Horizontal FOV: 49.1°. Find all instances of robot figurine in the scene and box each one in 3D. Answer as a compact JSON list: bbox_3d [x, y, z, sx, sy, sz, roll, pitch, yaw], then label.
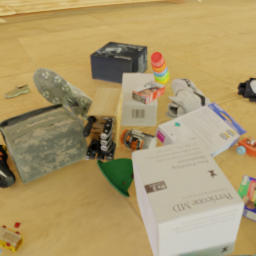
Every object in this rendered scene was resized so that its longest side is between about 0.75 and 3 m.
[{"bbox_3d":[5.592,-1.690,12.419,1.366,1.027,0.853,7,14,10],"label":"robot figurine"}]

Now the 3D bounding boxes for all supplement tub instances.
[{"bbox_3d":[0.337,0.450,9.420,1.106,0.678,0.678,16,37,24],"label":"supplement tub"}]

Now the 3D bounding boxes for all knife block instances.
[{"bbox_3d":[-0.740,-0.320,8.728,0.913,2.506,2.855,3,75,2],"label":"knife block"}]

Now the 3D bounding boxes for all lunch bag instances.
[{"bbox_3d":[-2.822,0.207,9.034,2.194,1.573,2.676,-21,33,-26],"label":"lunch bag"}]

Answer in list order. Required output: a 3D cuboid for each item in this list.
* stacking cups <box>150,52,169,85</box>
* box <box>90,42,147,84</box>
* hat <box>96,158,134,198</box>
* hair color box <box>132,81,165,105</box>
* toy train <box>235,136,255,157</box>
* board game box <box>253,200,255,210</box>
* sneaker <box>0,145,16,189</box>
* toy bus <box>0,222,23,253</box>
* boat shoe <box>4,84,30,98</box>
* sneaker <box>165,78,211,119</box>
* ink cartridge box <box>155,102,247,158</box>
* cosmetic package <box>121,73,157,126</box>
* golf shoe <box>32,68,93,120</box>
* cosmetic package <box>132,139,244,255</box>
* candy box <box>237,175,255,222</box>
[{"bbox_3d":[1.452,-2.747,12.687,0.765,2.529,0.765,-2,78,10],"label":"stacking cups"},{"bbox_3d":[-0.416,-3.392,14.513,2.276,1.359,2.314,13,38,19],"label":"box"},{"bbox_3d":[0.114,0.969,7.698,1.407,1.598,1.324,-41,74,1],"label":"hat"},{"bbox_3d":[0.771,-1.331,10.395,0.660,0.380,1.190,29,44,30],"label":"hair color box"},{"bbox_3d":[4.891,0.428,9.476,2.342,0.651,1.759,-22,40,-28],"label":"toy train"},{"bbox_3d":[4.391,2.237,6.478,2.562,0.301,1.342,-3,52,-2],"label":"board game box"},{"bbox_3d":[-4.058,0.912,8.565,2.455,0.859,1.105,20,42,30],"label":"sneaker"},{"bbox_3d":[-2.831,2.588,6.510,0.716,0.392,0.759,-10,40,-23],"label":"toy bus"},{"bbox_3d":[-5.124,-1.736,12.860,1.169,0.445,0.419,-28,43,-35],"label":"boat shoe"},{"bbox_3d":[2.117,-1.216,11.566,1.549,1.012,2.694,-10,39,-20],"label":"sneaker"},{"bbox_3d":[2.509,0.193,9.513,2.851,0.598,1.701,-24,58,-29],"label":"ink cartridge box"},{"bbox_3d":[0.420,-1.241,11.522,1.408,1.110,2.617,1,34,2],"label":"cosmetic package"},{"bbox_3d":[-2.491,-1.353,10.982,1.082,2.765,1.344,-48,25,7],"label":"golf shoe"},{"bbox_3d":[1.212,1.695,6.481,1.779,1.780,2.158,-12,35,-8],"label":"cosmetic package"},{"bbox_3d":[3.430,1.906,7.262,1.171,0.451,0.990,20,55,25],"label":"candy box"}]
